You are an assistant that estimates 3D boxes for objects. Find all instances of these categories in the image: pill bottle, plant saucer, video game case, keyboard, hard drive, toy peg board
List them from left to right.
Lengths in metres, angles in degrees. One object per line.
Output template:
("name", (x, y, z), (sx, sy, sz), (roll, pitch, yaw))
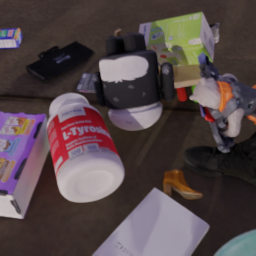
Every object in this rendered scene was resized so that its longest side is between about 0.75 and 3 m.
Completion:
("keyboard", (-2.697, -2.672, 10.945), (1.569, 0.335, 2.614), (33, 52, 21))
("pill bottle", (-1.187, 0.355, 6.952), (1.490, 1.490, 2.655), (-14, 46, -14))
("video game case", (-1.033, -1.571, 9.927), (1.415, 0.134, 1.011), (6, 44, 5))
("hard drive", (0.444, 2.394, 5.702), (1.461, 0.291, 2.216), (31, 52, 28))
("toy peg board", (1.561, -1.721, 9.602), (2.258, 1.109, 2.267), (-7, 41, 17))
("plant saucer", (2.466, 2.995, 4.034), (2.951, 0.530, 2.951), (-15, 60, 28))

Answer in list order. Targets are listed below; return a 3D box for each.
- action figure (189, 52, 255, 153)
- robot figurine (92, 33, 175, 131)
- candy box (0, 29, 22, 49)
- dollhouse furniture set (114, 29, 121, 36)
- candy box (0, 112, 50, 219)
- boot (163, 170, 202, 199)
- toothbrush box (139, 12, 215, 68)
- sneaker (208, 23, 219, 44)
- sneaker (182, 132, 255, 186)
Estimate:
("action figure", (2.578, -0.909, 6.406), (2.624, 1.419, 2.713), (-1, 64, -22))
("robot figurine", (0.095, -1.183, 7.452), (1.567, 2.511, 1.886), (-15, 15, -24))
("candy box", (-5.289, -3.825, 12.008), (1.211, 0.466, 1.024), (-4, 43, -5))
("dollhouse furniture set", (-0.195, -3.875, 12.044), (0.755, 0.491, 0.693), (27, 51, 26))
("candy box", (-3.681, 0.750, 6.854), (2.943, 1.053, 2.469), (4, 44, 3))
("boot", (1.316, 1.336, 6.760), (0.938, 0.330, 0.672), (4, 48, 12))
("toothbrush box", (1.423, -2.498, 8.292), (1.911, 1.391, 0.823), (2, 75, 31))
("sneaker", (2.871, -4.357, 12.223), (2.263, 0.928, 0.846), (10, 45, 11))
("sneaker", (2.884, 0.589, 6.657), (2.989, 1.559, 0.897), (14, 45, 13))
